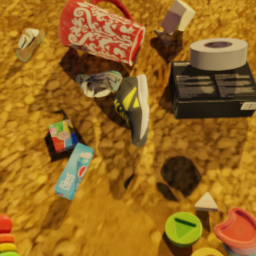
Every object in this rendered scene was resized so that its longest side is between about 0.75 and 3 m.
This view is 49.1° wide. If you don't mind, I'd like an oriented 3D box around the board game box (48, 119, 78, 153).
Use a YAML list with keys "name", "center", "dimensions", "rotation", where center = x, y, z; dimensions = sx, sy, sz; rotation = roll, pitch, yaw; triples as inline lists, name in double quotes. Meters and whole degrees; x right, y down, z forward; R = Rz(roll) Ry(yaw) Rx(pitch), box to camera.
- name: "board game box"
  center: [-2.027, 0.243, 8.813]
  dimensions: [0.734, 0.193, 0.959]
  rotation: [-20, 61, -12]

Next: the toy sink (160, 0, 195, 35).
- name: "toy sink"
  center: [1.990, -4.368, 11.244]
  dimensions: [0.655, 1.169, 0.762]
  rotation: [-5, 50, -45]

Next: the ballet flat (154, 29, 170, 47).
- name: "ballet flat"
  center: [1.367, -3.594, 11.037]
  dimensions: [0.315, 0.340, 0.964]
  rotation: [-36, 70, 13]

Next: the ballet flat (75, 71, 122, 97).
- name: "ballet flat"
  center: [-1.095, -1.371, 9.066]
  dimensions: [2.233, 0.803, 0.803]
  rotation: [7, 50, 49]

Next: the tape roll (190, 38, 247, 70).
- name: "tape roll"
  center: [2.786, -2.325, 8.731]
  dimensions: [1.694, 0.559, 1.694]
  rotation: [-5, 29, 3]

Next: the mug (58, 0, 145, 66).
- name: "mug"
  center: [-0.799, -3.652, 10.085]
  dimensions: [2.698, 1.800, 2.395]
  rotation: [22, 101, 9]

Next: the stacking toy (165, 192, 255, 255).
- name: "stacking toy"
  center: [2.110, 2.883, 7.106]
  dimensions: [2.174, 0.918, 1.968]
  rotation: [-29, 37, -20]

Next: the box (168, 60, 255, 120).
- name: "box"
  center: [2.739, -1.280, 9.229]
  dimensions: [2.578, 1.017, 1.819]
  rotation: [-1, 58, -1]

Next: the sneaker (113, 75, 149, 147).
- name: "sneaker"
  center: [0.081, -0.543, 8.852]
  dimensions: [1.140, 1.004, 2.695]
  rotation: [-2, 53, 2]

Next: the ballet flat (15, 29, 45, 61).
- name: "ballet flat"
  center: [-3.774, -3.345, 10.700]
  dimensions: [0.597, 0.636, 1.760]
  rotation: [9, 58, 23]

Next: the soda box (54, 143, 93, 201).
- name: "soda box"
  center: [-1.523, 1.233, 8.014]
  dimensions: [0.515, 0.487, 1.518]
  rotation: [21, 61, 4]

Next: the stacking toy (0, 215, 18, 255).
- name: "stacking toy"
  center: [-3.030, 3.162, 6.685]
  dimensions: [0.960, 0.960, 2.250]
  rotation: [-19, 56, -11]
